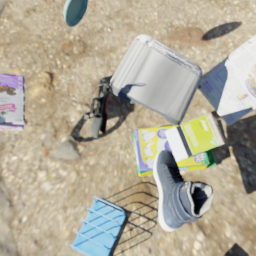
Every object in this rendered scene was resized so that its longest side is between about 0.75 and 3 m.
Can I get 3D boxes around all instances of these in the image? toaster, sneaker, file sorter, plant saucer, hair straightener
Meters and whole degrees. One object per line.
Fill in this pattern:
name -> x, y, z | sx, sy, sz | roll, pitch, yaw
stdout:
toaster -> 0.775, -1.491, 8.401 | 2.901, 1.648, 1.873 | 25, 103, -17
sneaker -> 1.461, 1.423, 7.626 | 0.903, 1.716, 2.375 | 10, 56, -22
file sorter -> -0.964, 3.232, 8.941 | 1.179, 1.042, 1.699 | 22, 65, 11
plant saucer -> -1.723, -3.853, 9.021 | 0.213, 1.183, 1.183 | 32, 67, 10
hair straightener -> -0.804, -0.396, 7.481 | 0.383, 1.874, 0.721 | 39, 48, 19

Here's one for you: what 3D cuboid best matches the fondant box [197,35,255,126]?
fondant box -> 3.729, -1.516, 9.052 | 2.498, 0.728, 1.802 | -37, 102, 23

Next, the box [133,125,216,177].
box -> 1.723, 0.787, 10.402 | 2.892, 0.699, 1.697 | -6, 63, -5

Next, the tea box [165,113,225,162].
tea box -> 2.092, 0.306, 8.553 | 1.449, 1.473, 0.984 | -23, 80, 17

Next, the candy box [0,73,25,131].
candy box -> -4.201, -0.854, 9.159 | 1.531, 0.653, 1.825 | 1, 67, -25
